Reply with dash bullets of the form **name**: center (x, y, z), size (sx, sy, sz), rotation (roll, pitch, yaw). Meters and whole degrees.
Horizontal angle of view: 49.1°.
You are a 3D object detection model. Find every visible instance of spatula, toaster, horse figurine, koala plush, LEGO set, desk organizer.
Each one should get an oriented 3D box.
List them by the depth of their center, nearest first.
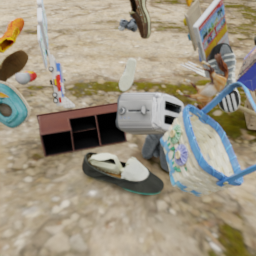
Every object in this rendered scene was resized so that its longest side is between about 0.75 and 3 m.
- **toaster**: center (0.596, -0.304, 6.754), size (1.126, 0.991, 1.743), rotation (2, -5, 37)
- **horse figurine**: center (1.970, -1.077, 7.001), size (1.029, 1.552, 0.387), rotation (31, 38, -9)
- **LEGO set**: center (-2.085, -2.002, 8.107), size (0.710, 2.893, 2.161), rotation (-7, 54, -9)
- **koala plush**: center (1.410, 0.417, 8.995), size (1.319, 1.367, 1.488), rotation (30, 33, 35)
- **desk organizer**: center (-1.539, 0.033, 9.636), size (2.911, 1.044, 1.121), rotation (-10, 38, -14)
- **spatula**: center (2.756, -2.351, 11.226), size (1.220, 0.098, 0.849), rotation (32, 40, 28)
- **koala plush**: center (-0.029, -4.495, 12.185), size (0.792, 0.727, 0.702), rotation (4, 75, 16)

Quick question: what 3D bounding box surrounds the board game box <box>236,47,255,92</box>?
- **board game box**: center (4.340, -2.109, 9.272), size (0.684, 1.126, 1.413), rotation (32, 54, 0)

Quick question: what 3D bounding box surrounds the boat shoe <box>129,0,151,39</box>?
- **boat shoe**: center (0.282, -3.590, 8.777), size (0.599, 1.620, 0.598), rotation (-18, 18, -21)

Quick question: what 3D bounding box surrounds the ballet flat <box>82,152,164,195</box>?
- **ballet flat**: center (-0.210, 1.242, 8.013), size (2.526, 0.864, 0.859), rotation (10, 38, 15)

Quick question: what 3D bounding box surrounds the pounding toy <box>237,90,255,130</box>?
- **pounding toy**: center (4.729, -0.494, 10.291), size (2.453, 1.122, 2.155), rotation (8, 35, 11)

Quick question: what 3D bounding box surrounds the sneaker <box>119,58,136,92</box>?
- **sneaker**: center (0.004, -1.485, 8.054), size (0.366, 0.978, 0.413), rotation (21, -4, -1)

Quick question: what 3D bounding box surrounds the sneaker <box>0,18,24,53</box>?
- **sneaker**: center (-3.136, -2.462, 7.548), size (0.471, 0.446, 1.221), rotation (20, 70, 23)

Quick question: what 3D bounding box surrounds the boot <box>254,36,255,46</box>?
- **boot**: center (4.190, -3.245, 8.183), size (2.017, 1.317, 0.683), rotation (-26, 7, -28)

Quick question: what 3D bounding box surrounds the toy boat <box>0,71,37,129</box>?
- **toy boat**: center (-2.789, -0.781, 6.665), size (1.292, 1.537, 0.714), rotation (44, 15, -7)

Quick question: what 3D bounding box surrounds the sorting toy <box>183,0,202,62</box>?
- **sorting toy**: center (2.199, -3.456, 9.424), size (0.337, 2.472, 1.392), rotation (0, 42, 34)

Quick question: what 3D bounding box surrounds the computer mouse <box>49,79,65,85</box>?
- **computer mouse**: center (-3.476, -2.316, 13.764), size (0.796, 0.183, 0.559), rotation (-8, 34, -10)

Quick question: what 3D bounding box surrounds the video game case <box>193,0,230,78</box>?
- **video game case**: center (2.636, -2.729, 8.647), size (0.174, 1.994, 1.425), rotation (24, 68, 39)

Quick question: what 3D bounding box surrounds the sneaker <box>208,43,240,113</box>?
- **sneaker**: center (2.958, -1.438, 8.602), size (0.786, 2.096, 1.210), rotation (-7, -8, 22)

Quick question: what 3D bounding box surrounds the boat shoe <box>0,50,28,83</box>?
- **boat shoe**: center (-3.512, -1.669, 8.031), size (1.497, 0.549, 0.469), rotation (-48, 34, -16)

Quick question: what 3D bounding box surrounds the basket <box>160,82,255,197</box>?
- **basket**: center (1.442, 0.267, 4.627), size (1.220, 1.755, 1.547), rotation (30, 34, -34)
